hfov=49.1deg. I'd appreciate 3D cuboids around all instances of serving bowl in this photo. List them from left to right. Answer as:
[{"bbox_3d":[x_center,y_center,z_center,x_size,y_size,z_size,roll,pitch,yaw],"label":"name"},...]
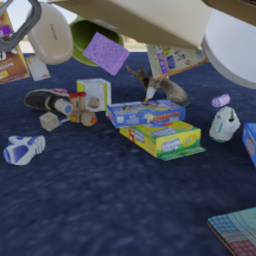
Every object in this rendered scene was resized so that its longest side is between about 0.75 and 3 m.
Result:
[{"bbox_3d":[3.107,-2.123,6.822,2.834,2.834,0.932,0,-17,-1],"label":"serving bowl"}]

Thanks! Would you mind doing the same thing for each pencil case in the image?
[{"bbox_3d":[3.886,-1.140,11.750,0.416,0.424,0.992,18,25,37],"label":"pencil case"}]

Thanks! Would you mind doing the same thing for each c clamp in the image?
[{"bbox_3d":[-2.275,-2.045,5.243,0.198,1.249,1.463,37,79,23],"label":"c clamp"}]

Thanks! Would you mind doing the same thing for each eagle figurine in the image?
[{"bbox_3d":[1.442,-2.036,12.433,2.172,2.160,2.863,1,5,-31],"label":"eagle figurine"}]

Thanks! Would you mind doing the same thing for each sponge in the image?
[{"bbox_3d":[-0.432,-1.408,5.302,0.948,0.529,0.141,39,6,36],"label":"sponge"}]

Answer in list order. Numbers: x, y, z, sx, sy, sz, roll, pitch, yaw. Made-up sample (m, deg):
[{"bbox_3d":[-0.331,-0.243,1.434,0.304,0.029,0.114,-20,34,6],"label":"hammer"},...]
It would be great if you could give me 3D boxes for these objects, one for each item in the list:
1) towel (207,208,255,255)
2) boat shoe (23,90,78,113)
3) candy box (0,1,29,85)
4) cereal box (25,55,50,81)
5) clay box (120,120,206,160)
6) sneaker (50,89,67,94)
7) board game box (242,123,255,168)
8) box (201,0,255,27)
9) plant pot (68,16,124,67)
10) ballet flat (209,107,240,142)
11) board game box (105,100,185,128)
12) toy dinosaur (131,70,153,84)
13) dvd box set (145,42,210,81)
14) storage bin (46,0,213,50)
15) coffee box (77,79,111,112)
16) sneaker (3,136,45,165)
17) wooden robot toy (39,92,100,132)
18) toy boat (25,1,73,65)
[{"bbox_3d":[2.472,1.550,4.010,2.142,0.232,1.571,-8,18,-15],"label":"towel"},{"bbox_3d":[-3.007,-1.016,10.750,2.279,0.834,0.738,3,14,8],"label":"boat shoe"},{"bbox_3d":[-2.779,-1.724,5.864,0.922,1.581,0.446,-21,7,-18],"label":"candy box"},{"bbox_3d":[-3.387,-2.253,10.491,0.652,0.906,0.179,-8,22,22],"label":"cereal box"},{"bbox_3d":[0.882,0.136,7.737,1.378,0.571,2.398,-11,20,-26],"label":"clay box"},{"bbox_3d":[-3.439,-1.620,13.226,0.476,0.439,1.079,13,15,37],"label":"sneaker"},{"bbox_3d":[4.255,0.502,6.661,2.567,0.578,1.952,4,19,12],"label":"board game box"},{"bbox_3d":[1.460,-1.779,3.976,1.302,0.169,1.593,36,23,24],"label":"box"},{"bbox_3d":[-1.161,-3.839,10.628,2.213,2.213,2.035,2,57,6],"label":"plant pot"},{"bbox_3d":[3.031,-0.237,8.625,0.816,0.816,2.273,7,20,21],"label":"ballet flat"},{"bbox_3d":[0.444,-0.460,8.096,1.982,0.342,1.342,-7,19,-13],"label":"board game box"},{"bbox_3d":[0.610,-1.569,8.233,1.101,0.261,0.485,-15,18,30],"label":"toy dinosaur"},{"bbox_3d":[1.316,-2.076,7.540,1.587,1.161,0.233,-17,-11,22],"label":"dvd box set"},{"bbox_3d":[0.007,-2.930,6.277,2.862,1.341,2.841,10,12,-39],"label":"storage bin"},{"bbox_3d":[-1.381,-1.311,11.191,1.082,1.094,1.092,-8,21,-23],"label":"coffee box"},{"bbox_3d":[-2.686,0.527,6.829,0.759,0.531,1.313,1,12,13],"label":"sneaker"},{"bbox_3d":[-1.538,-0.495,9.122,1.111,1.078,2.448,27,31,33],"label":"wooden robot toy"},{"bbox_3d":[-2.864,-2.789,8.489,2.244,1.887,1.043,-16,8,-25],"label":"toy boat"}]
